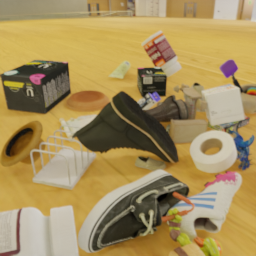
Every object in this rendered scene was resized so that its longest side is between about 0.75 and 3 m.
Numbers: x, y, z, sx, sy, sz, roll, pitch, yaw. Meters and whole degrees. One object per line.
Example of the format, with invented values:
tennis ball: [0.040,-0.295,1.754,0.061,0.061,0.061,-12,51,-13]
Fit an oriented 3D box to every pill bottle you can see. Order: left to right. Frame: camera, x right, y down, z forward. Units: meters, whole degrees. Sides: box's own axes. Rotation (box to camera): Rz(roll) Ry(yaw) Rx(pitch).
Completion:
pill bottle: [-2.181,2.172,4.853,2.533,1.388,1.388,-7,28,-14]
pill bottle: [1.912,-4.078,15.785,1.349,2.363,1.349,-33,8,5]

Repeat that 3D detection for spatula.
spatula: [4.104,-1.895,10.821,0.582,2.061,0.212,-40,48,13]

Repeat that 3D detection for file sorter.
file sorter: [-1.805,0.741,8.011,1.179,1.058,1.698,8,27,15]

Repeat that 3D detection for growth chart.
growth chart: [-1.026,-0.084,10.496,2.879,0.255,2.083,-8,29,-16]

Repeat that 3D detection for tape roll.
tape roll: [2.476,0.688,8.200,1.287,0.450,1.287,-18,39,16]

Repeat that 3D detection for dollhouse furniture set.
dollhouse furniture set: [1.860,-0.707,10.438,1.211,1.418,2.736,-2,28,-9]

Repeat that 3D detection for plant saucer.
plant saucer: [-1.823,-1.284,12.713,1.968,0.368,1.968,0,28,0]

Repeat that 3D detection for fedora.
fedora: [-2.917,0.569,8.092,1.686,0.688,1.686,-25,40,22]

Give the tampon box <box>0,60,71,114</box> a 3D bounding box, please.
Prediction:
tampon box: [-4.008,-1.930,12.591,1.922,1.619,2.564,7,28,13]

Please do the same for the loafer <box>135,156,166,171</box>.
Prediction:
loafer: [0.649,1.033,8.229,0.922,0.315,0.349,5,31,9]

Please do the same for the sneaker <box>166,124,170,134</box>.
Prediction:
sneaker: [2.019,0.087,9.984,1.307,0.477,0.463,-7,26,9]

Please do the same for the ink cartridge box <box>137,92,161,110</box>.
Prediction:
ink cartridge box: [0.855,-1.142,11.978,1.003,0.218,0.993,-38,26,8]

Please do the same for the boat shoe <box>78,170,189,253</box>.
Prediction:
boat shoe: [0.275,1.765,6.041,0.932,1.035,2.926,21,32,38]

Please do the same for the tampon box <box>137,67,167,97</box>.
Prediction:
tampon box: [1.156,-2.323,13.981,1.247,1.050,1.664,-3,27,-5]

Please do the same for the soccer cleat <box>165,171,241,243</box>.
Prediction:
soccer cleat: [1.932,1.809,6.379,2.356,0.823,1.017,-20,45,-27]

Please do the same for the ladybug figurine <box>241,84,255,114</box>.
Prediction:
ladybug figurine: [5.331,-1.256,12.113,1.584,0.840,2.334,14,31,25]

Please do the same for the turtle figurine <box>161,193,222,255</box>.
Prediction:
turtle figurine: [0.885,2.391,5.075,2.030,0.811,2.517,-17,39,-16]

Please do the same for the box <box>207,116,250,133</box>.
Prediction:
box: [3.857,-0.216,10.734,1.527,0.265,0.840,-19,33,-33]

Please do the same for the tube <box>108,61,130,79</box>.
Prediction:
tube: [-0.430,-3.386,16.688,0.656,0.587,2.260,-31,17,29]

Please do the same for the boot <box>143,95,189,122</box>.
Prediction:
boot: [0.771,-0.514,10.315,2.328,0.926,2.674,-13,7,-4]

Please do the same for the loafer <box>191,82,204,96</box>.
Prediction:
loafer: [3.318,-1.670,13.197,0.664,0.599,1.756,-4,27,-8]

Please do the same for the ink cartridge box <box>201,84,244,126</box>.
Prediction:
ink cartridge box: [3.354,-0.851,10.038,1.135,1.116,1.542,-12,11,12]

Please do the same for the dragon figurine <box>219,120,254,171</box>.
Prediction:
dragon figurine: [3.586,0.521,8.858,1.088,0.644,2.188,19,37,30]

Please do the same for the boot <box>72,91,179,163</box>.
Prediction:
boot: [-0.008,0.419,8.251,1.959,2.832,1.097,-36,27,22]

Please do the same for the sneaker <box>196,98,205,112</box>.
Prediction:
sneaker: [3.426,-1.094,11.786,1.749,0.644,1.011,0,17,15]
